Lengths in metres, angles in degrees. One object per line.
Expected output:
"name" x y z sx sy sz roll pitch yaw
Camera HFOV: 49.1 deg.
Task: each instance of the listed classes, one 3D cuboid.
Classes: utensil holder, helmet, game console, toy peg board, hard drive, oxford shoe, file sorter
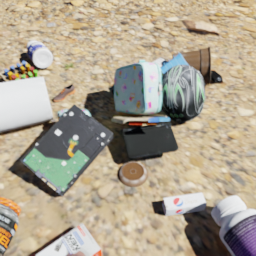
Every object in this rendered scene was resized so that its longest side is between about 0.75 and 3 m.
"utensil holder" -4.279 -0.939 11.014 2.261 1.922 1.922 -14 47 -14
"helmet" 2.101 -1.443 11.195 2.070 1.974 2.070 -14 41 13
"game console" 0.719 0.438 10.536 1.860 1.636 1.083 -8 90 -8
"toy peg board" -4.989 -2.525 13.089 1.423 0.699 1.429 46 57 13
"game console" 3.816 -2.484 13.611 1.533 0.185 0.904 -2 43 -12
"hard drive" -2.037 0.713 9.603 1.870 0.506 2.676 36 72 13
"oxford shoe" -2.932 -1.604 12.684 0.417 0.425 1.173 32 55 27
"file sorter" 2.005 -2.694 12.354 1.109 0.680 0.770 -34 84 17

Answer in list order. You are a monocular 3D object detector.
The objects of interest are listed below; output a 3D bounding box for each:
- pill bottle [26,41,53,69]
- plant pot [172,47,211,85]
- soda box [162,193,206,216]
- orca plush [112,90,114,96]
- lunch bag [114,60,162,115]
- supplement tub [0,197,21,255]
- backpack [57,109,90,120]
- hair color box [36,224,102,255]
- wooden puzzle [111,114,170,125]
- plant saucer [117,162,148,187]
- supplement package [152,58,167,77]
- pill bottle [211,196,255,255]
"pill bottle" -4.640 -3.849 14.442 1.017 1.017 1.700 -23 43 -21
"plant pot" 2.939 -2.886 13.176 1.721 1.738 1.738 0 45 10
"soda box" 1.745 2.398 8.774 1.288 0.410 0.439 -7 46 -6
"orca plush" -0.102 -2.043 12.891 1.110 0.750 2.110 15 47 14
"lunch bag" 0.356 -1.565 10.985 0.975 2.028 2.529 -3 6 -31
"supplement tub" -3.809 2.976 7.620 1.207 1.207 1.970 8 47 7
"backpack" -2.019 -0.192 10.769 1.297 0.994 1.140 -5 73 -9
"hair color box" -1.691 3.531 7.567 1.732 0.554 0.960 -31 53 -25
"wooden puzzle" 0.377 -0.290 10.583 1.857 0.322 2.753 -4 6 -12
"plant saucer" 0.167 1.560 9.754 1.081 0.198 1.081 -1 46 1
"supplement package" 1.380 -2.731 13.573 1.299 0.739 0.711 -34 53 -29
"pill bottle" 3.301 3.031 7.440 1.314 1.314 2.359 -17 44 -16
